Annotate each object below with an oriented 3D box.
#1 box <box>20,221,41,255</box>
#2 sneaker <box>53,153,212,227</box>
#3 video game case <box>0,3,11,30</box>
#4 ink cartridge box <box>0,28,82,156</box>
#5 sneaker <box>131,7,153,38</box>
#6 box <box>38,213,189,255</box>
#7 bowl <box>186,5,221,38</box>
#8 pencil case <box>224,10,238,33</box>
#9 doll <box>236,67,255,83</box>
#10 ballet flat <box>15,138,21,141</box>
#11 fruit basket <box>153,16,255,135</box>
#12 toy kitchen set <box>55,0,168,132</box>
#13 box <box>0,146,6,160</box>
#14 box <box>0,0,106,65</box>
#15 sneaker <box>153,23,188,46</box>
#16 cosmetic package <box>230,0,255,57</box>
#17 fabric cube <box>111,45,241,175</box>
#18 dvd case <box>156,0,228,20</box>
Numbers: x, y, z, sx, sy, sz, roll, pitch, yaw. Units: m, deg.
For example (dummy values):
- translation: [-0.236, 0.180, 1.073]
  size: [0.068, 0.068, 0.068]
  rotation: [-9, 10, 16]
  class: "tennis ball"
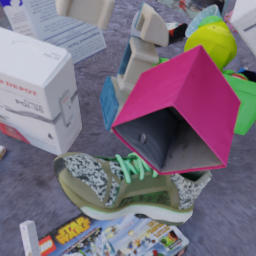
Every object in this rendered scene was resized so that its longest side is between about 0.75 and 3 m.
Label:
- translation: [-1.389, 1.732, 4.041]
  size: [0.148, 0.764, 0.158]
  rotation: [-7, 5, 32]
  class: "box"
- translation: [0.216, 0.602, 3.898]
  size: [2.565, 1.137, 0.986]
  rotation: [19, 28, -38]
  class: "sneaker"
- translation: [-3.754, -2.894, 6.783]
  size: [2.255, 2.050, 0.263]
  rotation: [-18, 79, 26]
  class: "video game case"
- translation: [-2.015, -0.624, 5.832]
  size: [1.728, 2.358, 0.976]
  rotation: [20, 56, 11]
  class: "ink cartridge box"
- translation: [0.534, -3.059, 9.032]
  size: [0.613, 1.677, 0.938]
  rotation: [35, 33, 20]
  class: "sneaker"
- translation: [-0.385, 2.473, 5.769]
  size: [2.701, 0.539, 1.849]
  rotation: [-25, 48, -25]
  class: "box"
- translation: [2.280, -2.895, 8.120]
  size: [0.585, 1.119, 1.119]
  rotation: [36, 36, -25]
  class: "bowl"
- translation: [3.471, -3.438, 8.114]
  size: [0.623, 1.440, 0.596]
  rotation: [20, 49, -29]
  class: "pencil case"
- translation: [4.681, -1.803, 10.496]
  size: [2.034, 0.493, 1.388]
  rotation: [2, 46, 2]
  class: "doll"
- translation: [-3.623, -0.658, 8.947]
  size: [0.887, 0.821, 2.515]
  rotation: [-10, 43, -30]
  class: "ballet flat"
- translation: [1.815, -1.331, 6.214]
  size: [2.619, 2.619, 1.889]
  rotation: [-2, 12, -2]
  class: "fruit basket"
- translation: [-0.637, -1.478, 5.852]
  size: [2.081, 2.597, 1.530]
  rotation: [12, 32, -19]
  class: "toy kitchen set"
- translation: [-3.704, 0.912, 7.744]
  size: [0.189, 0.203, 0.979]
  rotation: [5, 42, 6]
  class: "box"
- translation: [-1.733, -2.514, 6.763]
  size: [1.032, 1.967, 1.809]
  rotation: [9, 38, 44]
  class: "box"
- translation: [1.674, -4.489, 13.369]
  size: [2.327, 0.819, 1.088]
  rotation: [-21, 29, -19]
  class: "sneaker"
- translation: [3.230, -2.203, 5.743]
  size: [1.146, 1.865, 1.859]
  rotation: [-22, 33, 46]
  class: "cosmetic package"
- translation: [0.553, -0.149, 3.126]
  size: [0.941, 0.924, 0.938]
  rotation: [-18, 36, 47]
  class: "fabric cube"
- translation: [1.932, -4.348, 8.967]
  size: [2.629, 1.920, 0.289]
  rotation: [35, 79, 15]
  class: "dvd case"
